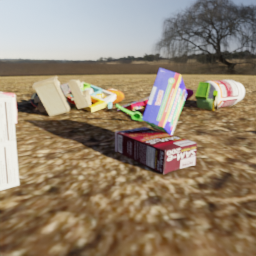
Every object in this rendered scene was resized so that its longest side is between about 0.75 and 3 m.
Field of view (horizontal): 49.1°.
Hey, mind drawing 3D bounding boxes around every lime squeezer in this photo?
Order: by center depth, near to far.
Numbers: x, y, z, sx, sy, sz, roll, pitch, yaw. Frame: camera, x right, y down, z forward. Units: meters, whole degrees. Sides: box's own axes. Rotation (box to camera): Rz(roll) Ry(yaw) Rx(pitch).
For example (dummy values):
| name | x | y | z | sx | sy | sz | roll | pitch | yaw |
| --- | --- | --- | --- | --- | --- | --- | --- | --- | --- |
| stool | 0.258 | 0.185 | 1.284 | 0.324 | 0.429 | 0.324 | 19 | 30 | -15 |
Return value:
| name | x | y | z | sx | sy | sz | roll | pitch | yaw |
| --- | --- | --- | --- | --- | --- | --- | --- | --- | --- |
| lime squeezer | 0.382 | -0.588 | 10.455 | 0.381 | 0.713 | 2.018 | -20 | -10 | 41 |

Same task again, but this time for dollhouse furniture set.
| name | x | y | z | sx | sy | sz | roll | pitch | yaw |
| --- | --- | --- | --- | --- | --- | --- | --- | --- | --- |
| dollhouse furniture set | 3.340 | -1.094 | 12.081 | 0.967 | 0.747 | 1.936 | 10 | -25 | 23 |
| dollhouse furniture set | -2.797 | -1.989 | 12.174 | 2.539 | 1.453 | 2.977 | -12 | 33 | 13 |

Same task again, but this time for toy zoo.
| name | x | y | z | sx | sy | sz | roll | pitch | yaw |
| --- | --- | --- | --- | --- | --- | --- | --- | --- | --- |
| toy zoo | -1.817 | -1.459 | 13.337 | 2.605 | 0.267 | 1.709 | 25 | 39 | 30 |

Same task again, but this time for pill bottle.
| name | x | y | z | sx | sy | sz | roll | pitch | yaw |
| --- | --- | --- | --- | --- | --- | --- | --- | --- | --- |
| pill bottle | 4.590 | -1.667 | 13.696 | 2.326 | 1.314 | 1.314 | -9 | 16 | -35 |

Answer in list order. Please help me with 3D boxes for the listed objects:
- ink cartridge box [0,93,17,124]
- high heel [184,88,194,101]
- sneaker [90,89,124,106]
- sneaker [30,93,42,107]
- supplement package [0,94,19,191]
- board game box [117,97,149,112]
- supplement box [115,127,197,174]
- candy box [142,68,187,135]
| name | x | y | z | sx | sy | sz | roll | pitch | yaw |
| --- | --- | --- | --- | --- | --- | --- | --- | --- | --- |
| ink cartridge box | -5.598 | -0.662 | 9.872 | 2.729 | 1.157 | 1.988 | 11 | 17 | 33 |
| high heel | 2.307 | -1.553 | 14.336 | 2.413 | 0.813 | 1.160 | -14 | 9 | -3 |
| sneaker | -1.395 | -1.431 | 14.265 | 2.392 | 0.873 | 0.923 | -6 | 35 | -6 |
| sneaker | -4.150 | -1.415 | 14.141 | 1.108 | 0.941 | 2.554 | -22 | 8 | 25 |
| supplement package | -3.118 | 0.171 | 5.284 | 1.191 | 1.673 | 2.148 | -11 | 17 | -42 |
| board game box | 0.455 | -0.914 | 12.308 | 1.875 | 0.365 | 1.481 | -19 | -3 | 9 |
| supplement box | 0.579 | 0.456 | 6.537 | 0.988 | 0.553 | 1.816 | -9 | 17 | -36 |
| candy box | 0.922 | -0.557 | 6.788 | 0.571 | 1.254 | 1.483 | 19 | -3 | 20 |
